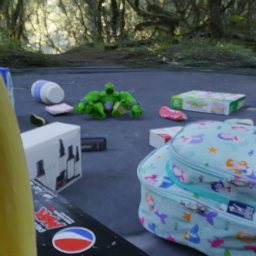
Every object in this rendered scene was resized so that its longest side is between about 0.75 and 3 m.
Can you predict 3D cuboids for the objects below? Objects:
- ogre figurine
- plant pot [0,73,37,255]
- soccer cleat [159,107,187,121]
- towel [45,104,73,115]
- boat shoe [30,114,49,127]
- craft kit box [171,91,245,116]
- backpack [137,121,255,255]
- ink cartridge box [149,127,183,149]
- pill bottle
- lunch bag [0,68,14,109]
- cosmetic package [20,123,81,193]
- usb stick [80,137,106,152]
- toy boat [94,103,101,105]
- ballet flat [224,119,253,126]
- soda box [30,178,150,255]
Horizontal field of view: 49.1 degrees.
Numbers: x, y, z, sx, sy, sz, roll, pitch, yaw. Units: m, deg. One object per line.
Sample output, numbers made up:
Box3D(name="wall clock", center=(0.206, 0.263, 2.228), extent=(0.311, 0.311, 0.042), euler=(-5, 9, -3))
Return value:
Box3D(name="ogre figurine", center=(-0.773, -0.959, 10.915), extent=(2.494, 1.223, 1.495), euler=(-16, 32, 6))
Box3D(name="plant pot", center=(-1.937, 0.800, 0.371), extent=(2.796, 2.972, 2.972), euler=(-3, 15, 0))
Box3D(name="soccer cleat", center=(1.669, -0.499, 10.647), extent=(0.506, 0.441, 1.324), euler=(21, 0, -29))
Box3D(name="towel", center=(-2.822, -0.809, 11.491), extent=(0.882, 0.180, 1.205), euler=(-14, 21, -30))
Box3D(name="boat shoe", center=(-3.125, -0.264, 9.837), extent=(0.314, 0.341, 0.955), euler=(-5, 18, -45))
Box3D(name="craft kit box", center=(3.676, -1.195, 12.785), extent=(2.583, 0.635, 2.616), euler=(7, 16, 34))
Box3D(name="backpack", center=(1.145, 0.772, 3.833), extent=(2.043, 1.538, 1.814), euler=(4, 22, 31))
Box3D(name="ink cartridge box", center=(1.198, 0.294, 7.508), extent=(1.028, 0.430, 0.742), euler=(-7, 18, -25))
Box3D(name="pill bottle", center=(-3.912, -1.717, 13.712), extent=(1.075, 1.075, 1.919), euler=(-11, 19, -35))
Box3D(name="lunch bag", center=(-4.657, -1.100, 9.690), extent=(1.478, 1.973, 2.320), euler=(-11, 19, -41))
Box3D(name="cosmetic package", center=(-1.786, 0.760, 4.524), extent=(0.685, 1.116, 2.704), euler=(7, 17, 26))
Box3D(name="usb stick", center=(-1.217, 0.434, 7.135), extent=(1.333, 0.370, 0.217), euler=(-3, 15, -10))
Box3D(name="toy boat", center=(-1.470, -1.033, 12.010), extent=(0.879, 0.573, 0.574), euler=(-33, 11, -24))
Box3D(name="ballet flat", center=(3.666, -0.109, 9.265), extent=(0.971, 0.348, 0.348), euler=(-3, 15, 1))
Box3D(name="soda box", center=(-0.824, 1.330, 3.022), extent=(0.835, 0.747, 2.360), euler=(-9, 17, -43))
